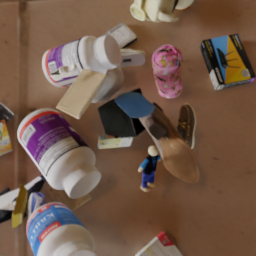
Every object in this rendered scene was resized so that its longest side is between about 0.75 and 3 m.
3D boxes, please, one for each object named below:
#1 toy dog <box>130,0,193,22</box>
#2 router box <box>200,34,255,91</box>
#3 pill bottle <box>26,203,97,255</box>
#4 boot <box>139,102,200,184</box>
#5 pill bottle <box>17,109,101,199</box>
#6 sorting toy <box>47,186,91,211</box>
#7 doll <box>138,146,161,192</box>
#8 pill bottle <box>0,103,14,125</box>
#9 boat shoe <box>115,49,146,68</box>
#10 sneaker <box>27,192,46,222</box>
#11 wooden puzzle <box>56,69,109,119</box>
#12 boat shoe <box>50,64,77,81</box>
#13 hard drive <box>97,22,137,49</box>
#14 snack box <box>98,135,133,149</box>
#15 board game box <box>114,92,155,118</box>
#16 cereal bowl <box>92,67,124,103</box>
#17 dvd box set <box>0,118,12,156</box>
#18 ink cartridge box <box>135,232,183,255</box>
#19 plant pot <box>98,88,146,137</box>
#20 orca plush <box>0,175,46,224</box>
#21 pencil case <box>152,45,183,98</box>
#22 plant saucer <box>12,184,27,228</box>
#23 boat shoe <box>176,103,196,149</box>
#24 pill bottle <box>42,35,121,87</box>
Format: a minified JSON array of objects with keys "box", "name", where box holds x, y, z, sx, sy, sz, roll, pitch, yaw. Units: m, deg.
[{"box":[1.579,-5.126,10.819,2.340,1.633,2.269,-30,53,-24],"name":"toy dog"},{"box":[3.738,-2.516,10.629,1.472,0.504,1.973,-13,72,-4],"name":"router box"},{"box":[-1.725,3.044,7.332,1.441,2.567,1.441,-4,98,-29],"name":"pill bottle"},{"box":[1.186,0.283,8.223,0.865,1.800,2.461,-33,106,12],"name":"boot"},{"box":[-2.102,0.775,8.669,1.593,1.593,2.832,-39,62,-12],"name":"pill bottle"},{"box":[-1.917,2.157,9.171,1.050,0.368,1.057,-32,75,-11],"name":"sorting toy"},{"box":[0.582,0.997,7.208,0.311,1.282,0.875,28,39,34],"name":"doll"},{"box":[-5.097,0.007,9.447,1.205,1.205,2.269,36,76,11],"name":"pill bottle"},{"box":[-0.200,-2.718,10.676,1.786,0.633,0.624,-1,36,10],"name":"boat shoe"},{"box":[-2.634,2.657,8.726,0.852,0.596,1.475,-2,110,-39],"name":"sneaker"},{"box":[-1.308,-0.995,8.028,1.586,0.295,1.467,22,76,52],"name":"wooden puzzle"},{"box":[-1.839,-1.585,7.885,0.824,0.286,0.292,-23,62,18],"name":"boat shoe"},{"box":[-0.454,-3.490,11.084,1.371,0.259,0.958,-37,75,-10],"name":"hard drive"},{"box":[-0.423,0.421,9.121,1.083,0.629,0.201,-4,59,-14],"name":"snack box"},{"box":[0.170,-0.556,7.491,0.856,0.211,1.083,-22,52,-30],"name":"board game box"},{"box":[-0.676,-1.287,9.092,1.453,1.453,0.605,-41,94,-12],"name":"cereal bowl"},{"box":[-4.394,0.385,9.175,0.926,1.266,0.186,-25,40,-36],"name":"dvd box set"},{"box":[0.880,3.849,8.356,1.184,0.856,0.860,-37,76,-11],"name":"ink cartridge box"},{"box":[-0.167,-0.407,8.834,1.150,1.294,1.297,-12,101,28],"name":"plant pot"},{"box":[-3.528,2.448,9.041,2.528,0.899,1.330,-39,31,-22],"name":"orca plush"},{"box":[1.369,-1.812,9.454,0.947,2.189,0.906,10,72,14],"name":"pencil case"},{"box":[-2.667,1.946,6.948,0.203,0.837,0.837,10,48,-13],"name":"plant saucer"},{"box":[1.719,0.012,8.534,0.443,0.534,1.487,-16,111,-35],"name":"boat shoe"},{"box":[-1.558,-2.293,9.549,2.514,1.401,1.401,-8,69,29],"name":"pill bottle"}]
